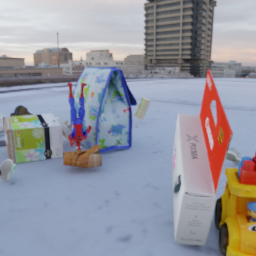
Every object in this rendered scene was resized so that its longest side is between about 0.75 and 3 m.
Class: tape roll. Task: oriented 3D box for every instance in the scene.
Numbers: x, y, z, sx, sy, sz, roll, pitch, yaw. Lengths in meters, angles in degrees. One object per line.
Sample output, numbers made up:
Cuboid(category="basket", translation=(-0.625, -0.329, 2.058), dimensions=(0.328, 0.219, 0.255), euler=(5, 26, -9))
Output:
Cuboid(category="tape roll", translation=(-2.528, 0.081, 10.907), dimensions=(0.203, 1.109, 1.109), euler=(-39, 30, -20))

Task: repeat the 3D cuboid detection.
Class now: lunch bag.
Cuboid(category="lunch bag", translation=(-1.016, -0.797, 10.500), dimensions=(1.843, 2.892, 2.459), euler=(-9, 15, -33))

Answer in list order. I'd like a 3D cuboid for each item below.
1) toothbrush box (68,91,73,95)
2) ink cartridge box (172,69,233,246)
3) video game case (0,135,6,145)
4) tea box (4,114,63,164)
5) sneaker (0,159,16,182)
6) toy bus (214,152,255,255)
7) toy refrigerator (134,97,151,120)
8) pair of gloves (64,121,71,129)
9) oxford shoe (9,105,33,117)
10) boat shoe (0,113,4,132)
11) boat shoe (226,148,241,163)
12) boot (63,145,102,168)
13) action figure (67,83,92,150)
Cuboid(category="toothbrush box", translation=(-1.645, -1.582, 14.058), dimensions=(2.117, 0.911, 1.541), euler=(-33, 47, -23))
Cuboid(category="ink cartridge box", translation=(1.251, 0.393, 5.368), dimensions=(0.580, 2.311, 2.663), euler=(4, 31, 6))
Cuboid(category="video game case", translation=(-4.436, 0.405, 11.279), dimensions=(1.720, 0.163, 1.229), euler=(-5, 13, -23))
Cuboid(category="tea box", translation=(-3.289, 0.305, 9.646), dimensions=(1.728, 1.174, 1.757), euler=(-7, 18, -24))
Cuboid(category="sneaker", translation=(-3.183, 1.024, 7.519), dimensions=(0.293, 0.797, 0.470), euler=(26, 34, -5))
Cuboid(category="toy bus", translation=(2.207, 1.292, 4.864), dimensions=(1.177, 1.665, 1.734), euler=(4, 16, 12))
Cuboid(category="toy refrigerator", translation=(0.707, -0.977, 14.099), dimensions=(0.366, 1.045, 0.397), euler=(12, 21, -31))
Cuboid(category="pair of gloves", translation=(-2.543, -0.026, 12.819), dimensions=(1.850, 0.324, 1.573), euler=(-4, 18, -12))
Cuboid(category="oxford shoe", translation=(-5.021, -0.427, 13.524), dimensions=(1.094, 0.942, 2.592), euler=(8, 18, -16))
Cuboid(category="boat shoe", translation=(-6.105, -0.271, 13.168), dimensions=(0.741, 0.816, 2.218), euler=(6, 23, -21))
Cuboid(category="boat shoe", translation=(3.198, 0.800, 8.605), dimensions=(0.354, 0.362, 1.015), euler=(-15, -29, 38))
Cuboid(category="boot", translation=(-1.428, 0.876, 8.616), dimensions=(1.133, 0.560, 1.460), euler=(1, 18, -10))
Cuboid(category="action figure", translation=(-1.550, -0.238, 8.838), dimensions=(0.731, 2.240, 1.109), euler=(-4, 16, -19))
